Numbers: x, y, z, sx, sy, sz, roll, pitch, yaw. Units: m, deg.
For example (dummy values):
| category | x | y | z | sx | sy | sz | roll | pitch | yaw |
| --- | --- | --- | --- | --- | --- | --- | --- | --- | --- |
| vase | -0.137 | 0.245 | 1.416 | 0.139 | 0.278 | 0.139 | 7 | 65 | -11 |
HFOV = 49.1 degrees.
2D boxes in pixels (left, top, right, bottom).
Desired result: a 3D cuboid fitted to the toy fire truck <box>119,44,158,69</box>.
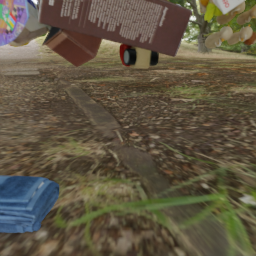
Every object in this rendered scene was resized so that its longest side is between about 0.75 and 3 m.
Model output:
| category | x | y | z | sx | sy | sz | roll | pitch | yaw |
| --- | --- | --- | --- | --- | --- | --- | --- | --- | --- |
| toy fire truck | -0.033 | -3.424 | 10.256 | 1.548 | 2.118 | 2.406 | -5 | 24 | -23 |

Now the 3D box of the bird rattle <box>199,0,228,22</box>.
| category | x | y | z | sx | sy | sz | roll | pitch | yaw |
| --- | --- | --- | --- | --- | --- | --- | --- | --- | --- |
| bird rattle | 2.000 | -3.291 | 6.985 | 0.671 | 1.192 | 0.971 | -20 | 22 | -7 |

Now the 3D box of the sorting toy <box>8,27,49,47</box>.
| category | x | y | z | sx | sy | sz | roll | pitch | yaw |
| --- | --- | --- | --- | --- | --- | --- | --- | --- | --- |
| sorting toy | -3.076 | -2.652 | 7.760 | 1.760 | 0.347 | 1.901 | 18 | 38 | 22 |

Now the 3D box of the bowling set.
| category | x | y | z | sx | sy | sz | roll | pitch | yaw |
| --- | --- | --- | --- | --- | --- | --- | --- | --- | --- |
| bowling set | 3.308 | -3.032 | 7.941 | 1.477 | 2.122 | 1.139 | 21 | -2 | -11 |

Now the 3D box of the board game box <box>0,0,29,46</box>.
| category | x | y | z | sx | sy | sz | roll | pitch | yaw |
| --- | --- | --- | --- | --- | --- | --- | --- | --- | --- |
| board game box | -2.715 | -2.747 | 4.659 | 2.147 | 2.717 | 0.529 | 10 | 23 | 30 |

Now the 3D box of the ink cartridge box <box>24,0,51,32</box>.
| category | x | y | z | sx | sy | sz | roll | pitch | yaw |
| --- | --- | --- | --- | --- | --- | --- | --- | --- | --- |
| ink cartridge box | -2.716 | -3.040 | 6.420 | 0.444 | 1.135 | 2.397 | -36 | -26 | 13 |

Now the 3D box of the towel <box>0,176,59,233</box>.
| category | x | y | z | sx | sy | sz | roll | pitch | yaw |
| --- | --- | --- | --- | --- | --- | --- | --- | --- | --- |
| towel | -1.787 | 0.867 | 3.495 | 1.678 | 0.407 | 0.937 | 1 | 16 | 4 |

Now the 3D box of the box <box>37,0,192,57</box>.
| category | x | y | z | sx | sy | sz | roll | pitch | yaw |
| --- | --- | --- | --- | --- | --- | --- | --- | --- | --- |
| box | -0.291 | -2.082 | 4.928 | 2.462 | 0.923 | 1.233 | 6 | 29 | -22 |

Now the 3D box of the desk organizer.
| category | x | y | z | sx | sy | sz | roll | pitch | yaw |
| --- | --- | --- | --- | --- | --- | --- | --- | --- | --- |
| desk organizer | -1.057 | -2.973 | 7.145 | 1.016 | 2.640 | 0.947 | 32 | -26 | -33 |

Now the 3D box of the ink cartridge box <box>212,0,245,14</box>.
| category | x | y | z | sx | sy | sz | roll | pitch | yaw |
| --- | --- | --- | --- | --- | --- | --- | --- | --- | --- |
| ink cartridge box | 2.291 | -3.240 | 5.615 | 1.514 | 1.105 | 0.636 | -31 | 42 | 23 |
